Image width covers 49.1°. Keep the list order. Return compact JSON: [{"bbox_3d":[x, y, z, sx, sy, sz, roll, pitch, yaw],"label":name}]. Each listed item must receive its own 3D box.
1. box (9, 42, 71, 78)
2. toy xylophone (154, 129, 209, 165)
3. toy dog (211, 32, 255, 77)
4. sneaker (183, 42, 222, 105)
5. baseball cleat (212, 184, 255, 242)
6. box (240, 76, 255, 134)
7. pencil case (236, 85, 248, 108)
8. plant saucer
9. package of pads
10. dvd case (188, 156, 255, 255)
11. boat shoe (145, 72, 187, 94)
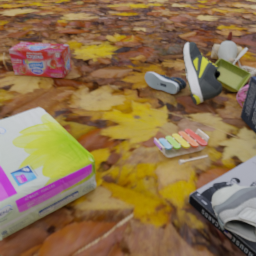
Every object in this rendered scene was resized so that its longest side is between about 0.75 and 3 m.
[{"bbox_3d":[-3.573,-2.811,11.567,2.208,1.101,1.054,6,34,8],"label":"box"},{"bbox_3d":[1.447,0.462,7.234,1.444,0.363,1.057,-15,30,-24],"label":"toy xylophone"},{"bbox_3d":[4.402,-3.262,12.064,1.767,1.291,2.680,-5,34,-7],"label":"toy dog"},{"bbox_3d":[2.612,-1.994,9.886,1.127,0.992,2.664,-9,60,12],"label":"sneaker"},{"bbox_3d":[2.694,1.413,4.920,2.262,0.789,1.204,-15,30,9],"label":"baseball cleat"},{"bbox_3d":[4.693,-0.265,7.468,2.013,1.452,2.712,-5,35,-8],"label":"box"},{"bbox_3d":[4.568,-1.303,9.534,2.169,0.938,0.898,-30,72,-36],"label":"pencil case"},{"bbox_3d":[3.787,-1.949,10.646,1.356,0.325,1.358,34,54,17],"label":"plant saucer"},{"bbox_3d":[-2.341,0.719,6.392,2.308,1.019,2.988,-24,41,-32],"label":"package of pads"},{"bbox_3d":[2.913,1.517,5.832,2.648,0.327,1.990,-20,39,-28],"label":"dvd case"},{"bbox_3d":[1.394,-1.712,10.503,1.572,0.556,0.714,32,38,34],"label":"boat shoe"}]
